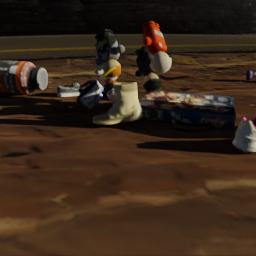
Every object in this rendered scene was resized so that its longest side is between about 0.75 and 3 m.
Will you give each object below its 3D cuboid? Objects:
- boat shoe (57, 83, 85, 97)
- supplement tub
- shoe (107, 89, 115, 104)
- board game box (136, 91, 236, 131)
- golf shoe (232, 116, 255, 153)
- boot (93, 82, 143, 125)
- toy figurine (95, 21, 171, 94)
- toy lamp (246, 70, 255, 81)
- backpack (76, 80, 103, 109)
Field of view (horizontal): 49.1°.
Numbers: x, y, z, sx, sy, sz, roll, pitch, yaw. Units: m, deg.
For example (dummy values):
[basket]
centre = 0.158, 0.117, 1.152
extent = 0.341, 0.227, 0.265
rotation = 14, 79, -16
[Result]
[boat shoe]
centre = -2.018, -1.500, 10.664
extent = 1.370, 0.464, 0.491
rotation = -9, 24, -21
[supplement tub]
centre = -4.329, -1.946, 10.751
extent = 2.321, 1.241, 1.241
rotation = 4, 22, 11
[shoe]
centre = -0.108, -0.748, 8.762
extent = 0.565, 0.720, 1.582
rotation = -29, -11, 16
[board game box]
centre = 1.723, -0.605, 8.437
extent = 2.736, 0.473, 1.854
rotation = 7, 23, 15
[golf shoe]
centre = 3.245, 0.075, 6.344
extent = 1.756, 0.804, 0.661
rotation = -7, 22, -16
[boot]
centre = -0.359, -0.663, 7.534
extent = 1.371, 1.066, 0.499
rotation = -8, 19, 6
[toy figurine]
centre = 0.083, -1.921, 8.445
extent = 2.156, 1.523, 2.190
rotation = -12, -11, -10
[toy lamp]
centre = 6.444, -2.350, 12.690
extent = 1.960, 0.571, 0.571
rotation = 4, 22, 14
[backpack]
centre = -1.135, -1.055, 8.634
extent = 0.654, 0.808, 0.849
rotation = 39, 23, -26
